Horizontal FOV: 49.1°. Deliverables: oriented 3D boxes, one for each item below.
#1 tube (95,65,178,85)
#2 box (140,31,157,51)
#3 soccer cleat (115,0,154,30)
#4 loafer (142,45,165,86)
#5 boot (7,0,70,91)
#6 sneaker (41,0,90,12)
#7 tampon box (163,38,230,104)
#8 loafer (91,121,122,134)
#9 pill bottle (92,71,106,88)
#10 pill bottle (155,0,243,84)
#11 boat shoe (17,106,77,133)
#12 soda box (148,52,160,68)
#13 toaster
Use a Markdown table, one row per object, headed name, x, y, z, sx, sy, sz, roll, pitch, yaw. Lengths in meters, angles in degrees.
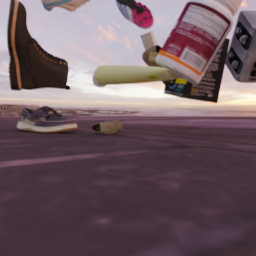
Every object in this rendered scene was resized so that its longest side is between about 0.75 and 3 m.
| name | x | y | z | sx | sy | sz | roll | pitch | yaw |
| --- | --- | --- | --- | --- | --- | --- | --- | --- | --- |
| tube | 0.192 | -1.605 | 8.513 | 2.508 | 0.651 | 0.728 | 4 | 38 | 25 |
| box | 1.091 | -3.900 | 13.476 | 0.566 | 1.377 | 0.471 | -10 | 23 | 26 |
| soccer cleat | 0.250 | -3.651 | 9.011 | 0.634 | 1.814 | 0.783 | -34 | -24 | -6 |
| loafer | 1.840 | -2.683 | 12.808 | 1.059 | 2.785 | 0.939 | -52 | 3 | -35 |
| boot | -2.362 | -2.128 | 7.620 | 1.662 | 2.402 | 0.931 | 0 | 40 | -16 |
| sneaker | -0.831 | -2.190 | 4.536 | 1.197 | 0.458 | 0.483 | -12 | -37 | -18 |
| tampon box | 2.658 | -2.387 | 11.246 | 1.564 | 2.478 | 1.857 | 6 | 9 | -18 |
| loafer | -0.638 | 0.012 | 8.172 | 1.066 | 0.405 | 0.359 | -10 | -2 | 37 |
| pill bottle | -1.139 | -2.147 | 11.709 | 0.674 | 0.674 | 1.188 | 0 | 24 | -3 |
| pill bottle | 2.051 | -2.752 | 8.138 | 1.496 | 2.621 | 1.496 | 29 | 9 | -5 |
| boat shoe | -2.748 | -0.300 | 9.205 | 2.637 | 0.854 | 0.948 | 3 | 4 | 39 |
| soda box | 1.054 | -2.537 | 11.386 | 0.437 | 0.413 | 1.289 | 9 | -18 | 7 |
| toaster | 3.669 | -2.103 | 7.372 | 1.820 | 1.080 | 1.646 | 0 | -42 | 0 |
